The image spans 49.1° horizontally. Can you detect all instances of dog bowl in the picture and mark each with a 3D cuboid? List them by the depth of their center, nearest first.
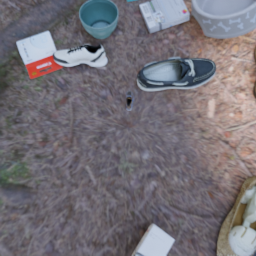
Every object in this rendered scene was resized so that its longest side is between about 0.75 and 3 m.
[{"bbox_3d":[3.624,-4.631,10.003,2.927,0.858,2.927,-10,62,20],"label":"dog bowl"}]

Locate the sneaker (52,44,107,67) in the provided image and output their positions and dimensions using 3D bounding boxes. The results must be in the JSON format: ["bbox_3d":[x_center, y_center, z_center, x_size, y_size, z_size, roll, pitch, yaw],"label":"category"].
[{"bbox_3d":[-1.743,-2.669,10.007,1.955,0.782,0.721,-1,57,0],"label":"sneaker"}]

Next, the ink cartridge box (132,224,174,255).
[{"bbox_3d":[0.446,3.466,7.371,0.706,1.204,1.644,34,72,12],"label":"ink cartridge box"}]

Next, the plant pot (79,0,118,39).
[{"bbox_3d":[-1.048,-3.952,10.481,1.411,0.945,1.411,0,68,1],"label":"plant pot"}]

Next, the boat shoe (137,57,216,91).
[{"bbox_3d":[1.751,-1.881,9.606,2.890,0.872,1.093,-16,80,-7],"label":"boat shoe"}]

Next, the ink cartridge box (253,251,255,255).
[{"bbox_3d":[3.913,3.433,7.227,0.838,1.497,2.194,20,70,7],"label":"ink cartridge box"}]

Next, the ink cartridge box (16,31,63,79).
[{"bbox_3d":[-3.250,-2.682,10.259,1.260,0.372,1.575,-22,68,-8],"label":"ink cartridge box"}]

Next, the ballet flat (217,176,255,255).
[{"bbox_3d":[3.316,2.625,7.837,1.053,0.975,2.988,23,70,9],"label":"ballet flat"}]

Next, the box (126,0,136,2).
[{"bbox_3d":[1.195,-6.088,11.459,2.874,0.706,1.182,-13,69,-5],"label":"box"}]

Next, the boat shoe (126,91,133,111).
[{"bbox_3d":[0.054,-0.981,9.647,0.271,0.272,0.750,-2,69,1],"label":"boat shoe"}]

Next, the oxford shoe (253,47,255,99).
[{"bbox_3d":[5.081,-2.345,9.816,1.030,1.030,2.889,10,67,6],"label":"oxford shoe"}]

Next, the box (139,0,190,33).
[{"bbox_3d":[1.402,-4.502,10.912,1.629,0.335,1.270,-20,68,2],"label":"box"}]
